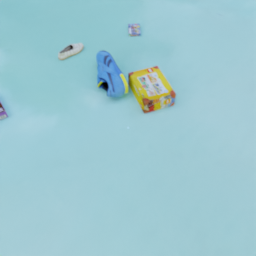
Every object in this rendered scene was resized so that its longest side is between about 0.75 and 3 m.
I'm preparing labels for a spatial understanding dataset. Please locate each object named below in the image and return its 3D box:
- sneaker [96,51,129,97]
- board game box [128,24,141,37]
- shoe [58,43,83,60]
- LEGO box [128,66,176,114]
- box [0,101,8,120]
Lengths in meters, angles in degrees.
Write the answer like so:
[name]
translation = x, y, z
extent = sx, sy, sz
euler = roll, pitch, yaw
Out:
[sneaker]
translation = -0.998, -2.354, 11.995
extent = 1.085, 0.912, 2.767
euler = -19, 55, -16
[board game box]
translation = 0.313, -5.099, 14.577
extent = 0.627, 0.160, 0.927
euler = -1, 53, -1
[shoe]
translation = -2.726, -3.716, 13.374
extent = 0.509, 0.388, 1.455
euler = 38, 61, 25
[LEGO box]
translation = 0.937, -1.615, 11.563
extent = 1.362, 0.706, 1.829
euler = -16, 54, -12
[box]
translation = -5.977, -0.558, 10.939
extent = 2.081, 0.407, 1.424
euler = -28, 57, -20
